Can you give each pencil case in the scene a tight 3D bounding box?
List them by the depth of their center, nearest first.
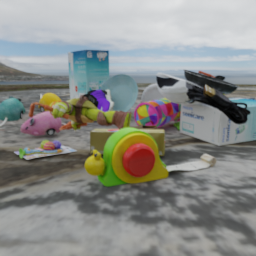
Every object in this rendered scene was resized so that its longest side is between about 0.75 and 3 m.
[{"bbox_3d":[1.131,-0.508,9.345,0.990,0.990,2.240,8,14,35],"label":"pencil case"}]

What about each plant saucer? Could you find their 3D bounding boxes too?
[{"bbox_3d":[-0.373,-1.279,11.312,1.814,1.814,0.349,6,-14,28],"label":"plant saucer"}]

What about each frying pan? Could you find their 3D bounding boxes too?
[{"bbox_3d":[2.358,-1.455,8.418,1.621,0.436,2.680,17,16,1],"label":"frying pan"}]

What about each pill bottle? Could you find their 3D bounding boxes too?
[{"bbox_3d":[1.483,-1.441,13.176,1.362,1.362,2.353,3,12,13],"label":"pill bottle"}]

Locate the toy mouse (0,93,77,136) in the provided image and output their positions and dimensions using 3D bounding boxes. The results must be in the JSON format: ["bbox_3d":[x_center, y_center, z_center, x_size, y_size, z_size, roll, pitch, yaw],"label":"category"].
[{"bbox_3d":[-2.931,-0.442,8.382,2.939,0.569,2.612,30,35,32],"label":"toy mouse"}]

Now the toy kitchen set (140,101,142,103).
[{"bbox_3d":[1.363,-1.408,14.629,0.823,1.008,0.910,46,25,10],"label":"toy kitchen set"}]

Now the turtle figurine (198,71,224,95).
[{"bbox_3d":[3.390,-1.015,10.632,0.794,2.464,1.987,-41,10,30],"label":"turtle figurine"}]

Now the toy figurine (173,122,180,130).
[{"bbox_3d":[2.097,-0.781,9.391,1.245,1.526,1.658,3,12,24],"label":"toy figurine"}]

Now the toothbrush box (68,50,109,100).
[{"bbox_3d":[-1.820,-2.113,12.910,1.186,2.781,2.036,-9,15,-33],"label":"toothbrush box"}]

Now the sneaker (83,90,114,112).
[{"bbox_3d":[-1.199,-0.832,10.482,1.152,0.805,2.316,6,25,-12],"label":"sneaker"}]

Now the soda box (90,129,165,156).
[{"bbox_3d":[0.000,0.316,6.374,1.661,0.532,0.563,0,7,7],"label":"soda box"}]

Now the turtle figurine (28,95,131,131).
[{"bbox_3d":[-0.848,-0.265,5.708,1.783,0.712,2.211,11,-10,5],"label":"turtle figurine"}]

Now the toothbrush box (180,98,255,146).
[{"bbox_3d":[2.959,-0.271,8.159,2.361,1.007,1.729,-5,13,-26],"label":"toothbrush box"}]

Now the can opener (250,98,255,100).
[{"bbox_3d":[5.526,-0.718,11.788,0.919,0.733,2.749,-27,12,2],"label":"can opener"}]

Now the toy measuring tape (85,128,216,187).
[{"bbox_3d":[0.503,0.416,5.043,2.640,0.971,0.971,-5,12,-24],"label":"toy measuring tape"}]

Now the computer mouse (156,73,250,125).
[{"bbox_3d":[1.600,-0.837,7.353,1.616,0.647,2.948,18,10,-26],"label":"computer mouse"}]

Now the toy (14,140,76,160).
[{"bbox_3d":[-1.885,0.451,6.439,1.228,0.290,0.707,-11,16,-43],"label":"toy"}]

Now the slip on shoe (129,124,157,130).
[{"bbox_3d":[0.384,0.028,8.186,0.964,0.292,0.366,10,26,11],"label":"slip on shoe"}]
